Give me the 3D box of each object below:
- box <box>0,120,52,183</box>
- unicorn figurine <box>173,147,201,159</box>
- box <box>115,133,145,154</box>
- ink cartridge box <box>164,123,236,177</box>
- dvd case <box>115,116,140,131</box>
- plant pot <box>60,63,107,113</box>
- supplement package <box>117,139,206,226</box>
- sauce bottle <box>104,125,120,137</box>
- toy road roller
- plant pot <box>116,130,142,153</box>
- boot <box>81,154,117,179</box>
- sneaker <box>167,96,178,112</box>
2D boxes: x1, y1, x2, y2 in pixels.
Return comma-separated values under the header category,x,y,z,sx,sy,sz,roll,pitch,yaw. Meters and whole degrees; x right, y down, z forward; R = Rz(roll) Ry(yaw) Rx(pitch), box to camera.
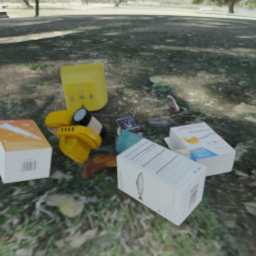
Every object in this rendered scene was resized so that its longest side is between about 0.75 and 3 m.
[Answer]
category,x,y,z,sx,sy,sz,roll,pitch,yaw
box,-4.024,0.753,10.405,1.571,1.231,2.526,-3,26,-34
unicorn figurine,1.453,1.134,9.986,1.984,1.363,0.733,17,37,29
box,0.144,0.636,11.931,1.255,0.312,0.990,-7,31,-11
ink cartridge box,2.705,0.671,11.225,1.634,0.963,2.838,-8,31,-14
dvd case,-0.025,-0.186,13.456,0.855,0.092,1.150,-14,36,-14
plant pot,-2.271,-1.866,14.108,2.201,2.201,1.941,-5,26,0
supplement package,1.011,1.633,9.039,2.474,1.446,1.451,24,39,36
sauce bottle,-1.230,0.117,12.373,1.808,0.585,0.585,1,29,19
toy road roller,-2.201,0.372,11.032,2.493,1.532,1.820,-3,56,34
plant pot,0.136,0.657,10.800,0.890,0.947,0.947,19,34,17
boot,-0.797,1.404,10.163,1.540,0.527,1.450,-2,15,25
sneaker,2.278,-1.238,14.732,0.384,0.939,0.362,-32,-2,-12
